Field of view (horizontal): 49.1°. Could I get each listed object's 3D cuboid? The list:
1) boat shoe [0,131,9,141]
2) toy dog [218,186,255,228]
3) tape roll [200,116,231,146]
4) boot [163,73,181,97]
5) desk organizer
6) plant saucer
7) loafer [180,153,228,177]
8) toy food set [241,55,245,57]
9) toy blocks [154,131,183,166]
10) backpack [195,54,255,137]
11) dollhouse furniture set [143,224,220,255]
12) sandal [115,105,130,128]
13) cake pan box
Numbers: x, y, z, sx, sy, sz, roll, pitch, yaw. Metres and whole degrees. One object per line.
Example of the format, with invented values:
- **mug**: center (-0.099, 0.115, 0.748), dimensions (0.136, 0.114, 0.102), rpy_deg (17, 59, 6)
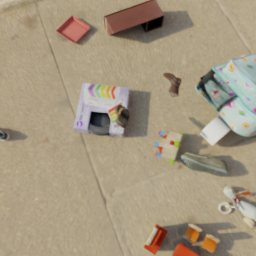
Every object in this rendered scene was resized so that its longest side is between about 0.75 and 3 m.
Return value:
- **boat shoe**: center (-5.587, 0.148, 11.414), dimensions (1.451, 0.515, 0.523), rpy_deg (11, 70, 4)
- **toy dog**: center (4.280, 2.873, 10.263), dimensions (1.683, 0.811, 1.110), rpy_deg (25, 72, 9)
- **tape roll**: center (3.495, 0.123, 11.156), dimensions (1.029, 1.029, 0.706), rpy_deg (-39, 74, -13)
- **boot**: center (1.516, -1.529, 10.042), dimensions (0.761, 0.262, 0.816), rpy_deg (20, 65, -1)
- **desk organizer**: center (0.282, -4.949, 13.060), dimensions (2.633, 0.944, 1.014), rpy_deg (-22, 74, -8)
- **plant saucer**: center (-2.607, -4.634, 13.319), dimensions (1.181, 0.217, 1.183), rpy_deg (36, 75, 12)
- **loafer**: center (2.981, 1.348, 10.963), dimensions (1.878, 0.706, 0.654), rpy_deg (18, 57, 4)
- **toy food set**: center (5.674, -2.690, 12.563), dimensions (1.349, 0.408, 0.968), rpy_deg (9, 70, 12)
- **toy blocks**: center (1.526, 0.698, 11.203), dimensions (0.998, 0.729, 1.460), rpy_deg (15, 69, 17)
- **backpack**: center (4.572, -1.263, 10.859), dimensions (2.618, 2.283, 2.978), rpy_deg (-20, 76, -39)
- **dollhouse furniture set**: center (1.720, 4.336, 9.516), dimensions (2.325, 1.211, 2.350), rpy_deg (30, 73, 10)
- **sandal**: center (-0.178, -0.470, 9.760), dimensions (0.559, 1.368, 0.373), rpy_deg (29, 115, -11)
- **cake pan box**: center (-1.073, -0.715, 11.710), dimensions (2.049, 0.582, 2.225), rpy_deg (7, 70, 5)
